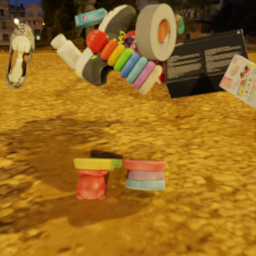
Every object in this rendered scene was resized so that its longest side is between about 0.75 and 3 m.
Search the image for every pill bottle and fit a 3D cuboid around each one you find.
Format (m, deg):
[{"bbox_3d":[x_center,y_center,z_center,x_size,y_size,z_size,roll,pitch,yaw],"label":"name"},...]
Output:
[{"bbox_3d":[-2.470,-3.109,11.399,0.738,1.291,0.738,-26,38,23],"label":"pill bottle"}]

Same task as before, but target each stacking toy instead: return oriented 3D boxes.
[{"bbox_3d":[-0.190,1.247,6.965,2.174,0.918,1.968,2,-6,-2],"label":"stacking toy"},{"bbox_3d":[-0.204,-1.907,7.893,2.250,0.960,0.960,34,21,-5],"label":"stacking toy"}]

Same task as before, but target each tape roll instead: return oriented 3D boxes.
[{"bbox_3d":[0.915,-3.014,8.938,0.559,1.694,1.694,13,24,32],"label":"tape roll"}]

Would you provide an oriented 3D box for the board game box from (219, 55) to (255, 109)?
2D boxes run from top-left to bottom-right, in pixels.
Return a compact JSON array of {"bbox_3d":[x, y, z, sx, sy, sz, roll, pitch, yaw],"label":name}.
[{"bbox_3d":[2.423,-0.945,5.715,0.193,0.734,0.959,-10,43,-37],"label":"board game box"}]

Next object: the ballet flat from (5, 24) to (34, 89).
[{"bbox_3d":[-3.618,-2.376,9.404,0.803,2.233,0.803,13,7,-2],"label":"ballet flat"}]

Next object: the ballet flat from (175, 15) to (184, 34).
[{"bbox_3d":[2.040,-4.165,11.215,0.340,0.964,0.315,-32,67,-1],"label":"ballet flat"}]

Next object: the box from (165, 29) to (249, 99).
[{"bbox_3d":[2.590,-2.108,9.408,2.578,1.017,1.819,-6,59,17],"label":"box"}]

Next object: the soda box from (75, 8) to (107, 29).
[{"bbox_3d":[-1.770,-5.264,13.519,1.518,0.487,0.515,-7,2,19],"label":"soda box"}]

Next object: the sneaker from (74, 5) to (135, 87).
[{"bbox_3d":[-0.495,-2.446,8.712,1.140,2.695,1.004,42,16,16],"label":"sneaker"}]

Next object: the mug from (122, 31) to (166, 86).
[{"bbox_3d":[0.832,-3.071,11.475,1.800,2.395,2.698,-31,40,-13],"label":"mug"}]
